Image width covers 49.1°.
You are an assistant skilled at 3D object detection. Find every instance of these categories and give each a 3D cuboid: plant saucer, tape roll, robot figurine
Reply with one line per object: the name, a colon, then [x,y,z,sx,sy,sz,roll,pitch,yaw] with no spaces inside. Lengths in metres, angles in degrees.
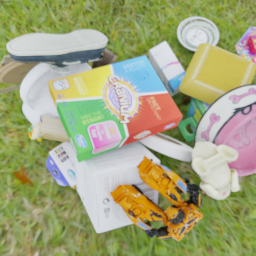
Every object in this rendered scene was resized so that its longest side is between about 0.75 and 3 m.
plant saucer: [2.754,-3.645,11.192,1.648,0.414,1.648,0,70,1]
plant saucer: [2.868,-1.657,8.683,2.011,0.487,2.010,25,72,7]
tape roll: [1.106,0.482,8.349,1.810,1.810,0.331,22,98,8]
robot figurine: [0.865,1.925,6.998,1.876,0.753,2.588,-47,119,2]

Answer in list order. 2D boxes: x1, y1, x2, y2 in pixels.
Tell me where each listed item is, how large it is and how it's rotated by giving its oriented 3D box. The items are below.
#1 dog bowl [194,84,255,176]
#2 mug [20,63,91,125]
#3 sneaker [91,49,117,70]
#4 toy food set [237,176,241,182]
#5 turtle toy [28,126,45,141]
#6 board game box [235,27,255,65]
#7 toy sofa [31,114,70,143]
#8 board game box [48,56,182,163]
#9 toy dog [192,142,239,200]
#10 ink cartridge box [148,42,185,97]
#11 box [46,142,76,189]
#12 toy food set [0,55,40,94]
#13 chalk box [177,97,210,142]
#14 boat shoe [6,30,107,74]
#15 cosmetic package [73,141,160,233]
dog bowl: [3.386,0.217,8.030,2.789,2.789,1.028,-20,37,-7]
mug: [-2.222,-1.146,8.977,2.553,2.912,2.149,-43,71,3]
sneaker: [-0.928,-2.151,9.190,0.550,1.456,0.513,41,54,-21]
toy food set: [3.381,1.125,9.425,1.074,0.312,1.556,10,51,21]
turtle toy: [-3.080,0.163,9.637,0.787,0.398,0.574,17,87,4]
board game box: [5.234,-3.357,11.124,1.439,0.355,1.821,36,75,12]
toy sofa: [-2.147,0.123,8.737,1.542,0.639,0.752,14,76,-31]
board game box: [-0.363,-0.626,7.552,2.936,0.592,2.246,-20,68,-20]
toy dog: [2.148,1.213,7.212,1.062,1.521,1.475,-31,31,-11]
ink cartridge box: [1.424,-2.052,9.880,0.688,1.174,1.625,-32,84,2]
box: [-1.492,0.917,9.544,2.447,0.507,1.457,-35,74,-9]
toy food set: [-3.321,-1.830,8.453,1.618,2.344,0.471,-26,86,-37]
chalk box: [2.936,-0.325,9.325,2.479,1.536,1.547,-20,65,-8]
boat shoe: [-1.807,-2.019,7.494,1.053,0.870,2.814,43,45,22]
cosmetic package: [-0.405,1.404,7.974,1.804,2.169,1.815,-10,113,-21]
